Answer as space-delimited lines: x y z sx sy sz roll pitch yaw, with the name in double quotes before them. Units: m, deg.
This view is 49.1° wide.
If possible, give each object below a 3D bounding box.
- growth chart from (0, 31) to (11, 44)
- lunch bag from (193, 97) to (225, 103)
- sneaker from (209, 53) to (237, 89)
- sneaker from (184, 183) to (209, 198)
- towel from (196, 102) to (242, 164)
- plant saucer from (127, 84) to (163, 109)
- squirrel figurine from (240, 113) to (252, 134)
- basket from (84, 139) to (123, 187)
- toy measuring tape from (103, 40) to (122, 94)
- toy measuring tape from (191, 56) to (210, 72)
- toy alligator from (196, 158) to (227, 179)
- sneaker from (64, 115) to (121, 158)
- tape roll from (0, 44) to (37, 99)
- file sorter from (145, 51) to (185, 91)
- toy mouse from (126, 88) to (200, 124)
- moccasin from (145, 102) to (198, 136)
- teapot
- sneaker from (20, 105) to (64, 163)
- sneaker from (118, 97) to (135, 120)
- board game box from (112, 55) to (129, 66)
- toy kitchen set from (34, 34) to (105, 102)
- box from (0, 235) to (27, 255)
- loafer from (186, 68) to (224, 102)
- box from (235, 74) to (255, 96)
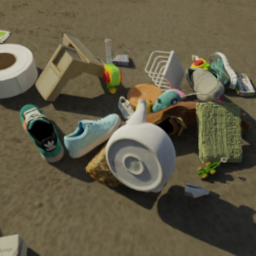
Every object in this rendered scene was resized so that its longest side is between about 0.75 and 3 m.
"growth chart" -7.023 -5.003 15.390 0.884 0.108 1.222 6 48 7
"lunch bag" 3.285 -0.961 11.572 1.241 0.508 1.093 -22 52 -18
"sneaker" 4.071 -2.629 12.843 1.047 0.890 2.295 -11 48 -4
"sneaker" 2.172 2.033 8.915 0.992 0.379 0.399 19 80 -29
"towel" 3.258 0.150 10.022 1.658 0.408 2.235 0 79 -8
"plant saucer" 0.754 -1.388 12.122 1.604 0.259 1.604 1 49 -1
"squirrel figurine" 4.288 -0.209 10.942 0.892 0.676 0.956 -32 70 -37
"basket" -0.309 1.110 9.703 1.374 1.435 1.926 43 55 -8
"toy measuring tape" -0.687 -2.655 12.080 0.862 2.342 0.862 -2 8 0
"toy measuring tape" 3.184 -2.921 13.118 0.757 0.757 2.059 -8 30 -7
"toy alligator" 2.845 1.380 9.558 1.160 0.279 0.385 -28 66 4
"sneaker" -1.269 0.044 10.226 0.898 0.995 2.428 14 45 45
"tape roll" -5.622 -2.614 12.707 2.826 0.988 2.826 0 48 0
"file sorter" 1.576 -2.347 11.855 0.998 1.603 1.112 15 76 33
"toy mouse" 1.489 -1.116 10.665 2.516 0.548 2.831 -18 7 35
"moccasin" 1.574 -0.193 10.455 2.975 1.088 1.148 -13 43 -11
"teapot" 0.540 0.717 8.362 2.188 2.216 1.619 37 40 8
"sneaker" -3.289 -0.117 10.371 1.065 1.192 2.983 -28 53 -21
"sneaker" -0.046 -0.759 11.418 0.458 0.484 1.198 -24 54 -21
"board game box" -0.384 -3.368 13.845 0.794 0.245 0.795 -3 47 -1
"toy kitchen set" -2.705 -2.656 12.631 2.058 2.276 2.522 50 25 22
"box" -3.142 4.136 6.833 1.094 0.911 2.663 -9 50 -9
"loafer" 2.942 -1.811 11.236 1.033 1.031 2.953 -39 18 8
"box" 5.130 -1.957 12.635 0.708 0.223 1.287 -1 49 -1
